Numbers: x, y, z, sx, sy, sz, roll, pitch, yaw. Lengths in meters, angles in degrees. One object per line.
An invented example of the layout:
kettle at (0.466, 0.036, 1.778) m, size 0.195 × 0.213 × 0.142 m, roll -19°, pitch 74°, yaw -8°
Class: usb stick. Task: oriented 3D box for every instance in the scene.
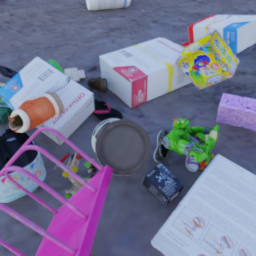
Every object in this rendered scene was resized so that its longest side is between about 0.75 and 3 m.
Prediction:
usb stick at (-3.430, -1.577, 8.134) m, size 0.202 × 0.343 × 1.238 m, roll -39°, pitch 7°, yaw -1°

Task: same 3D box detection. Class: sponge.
sponge at (3.915, -0.199, 7.555) m, size 2.898 × 1.617 × 0.432 m, roll 16°, pitch 80°, yaw 17°

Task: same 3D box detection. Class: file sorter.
file sorter at (-1.514, 1.380, 4.135) m, size 1.534 × 1.700 × 2.446 m, roll 40°, pitch 26°, yaw -13°

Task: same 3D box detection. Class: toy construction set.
toy construction set at (-1.339, 1.142, 6.607) m, size 1.171 × 0.977 × 0.900 m, roll 20°, pitch 54°, yaw 37°

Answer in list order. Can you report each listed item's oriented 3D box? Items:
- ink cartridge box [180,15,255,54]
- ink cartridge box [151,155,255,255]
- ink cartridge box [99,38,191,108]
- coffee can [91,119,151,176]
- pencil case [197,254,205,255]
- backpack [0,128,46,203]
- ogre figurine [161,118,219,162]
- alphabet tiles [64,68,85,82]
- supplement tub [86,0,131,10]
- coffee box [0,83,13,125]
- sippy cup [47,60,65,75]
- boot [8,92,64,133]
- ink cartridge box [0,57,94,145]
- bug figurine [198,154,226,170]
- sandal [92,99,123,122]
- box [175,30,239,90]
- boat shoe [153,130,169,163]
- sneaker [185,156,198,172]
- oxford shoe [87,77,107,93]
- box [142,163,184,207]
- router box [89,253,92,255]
ink cartridge box at (3.456, -3.680, 10.806) m, size 1.580 × 0.915 × 2.720 m, roll -32°, pitch 35°, yaw -26°
ink cartridge box at (2.094, 2.019, 5.287) m, size 2.406 × 0.749 × 2.989 m, roll 32°, pitch 45°, yaw 22°
ink cartridge box at (0.677, -2.044, 9.871) m, size 2.744 × 1.145 × 1.992 m, roll -25°, pitch 46°, yaw -24°
coffee can at (-0.237, 0.371, 6.464) m, size 1.161 × 1.161 × 1.586 m, roll -9°, pitch 4°, yaw -10°
pencil case at (1.440, 2.461, 5.160) m, size 0.807 × 0.740 × 1.780 m, roll -4°, pitch 39°, yaw -35°
backpack at (-2.700, 0.921, 6.416) m, size 1.507 × 1.278 × 1.698 m, roll -23°, pitch 29°, yaw -27°
ogre figurine at (1.536, 0.297, 6.915) m, size 1.119 × 0.916 × 1.867 m, roll 14°, pitch 41°, yaw 24°
alphabet tiles at (-2.116, -1.987, 10.504) m, size 0.952 × 0.071 × 0.973 m, roll -8°, pitch 40°, yaw -12°
supplement tub at (-1.148, -7.498, 15.699) m, size 2.370 × 1.563 × 1.563 m, roll -11°, pitch 43°, yaw -12°
coffee box at (-4.120, -0.817, 9.108) m, size 1.048 × 0.375 × 1.705 m, roll 8°, pitch 43°, yaw 9°
sippy cup at (-2.754, -1.534, 9.461) m, size 1.090 × 1.168 × 1.487 m, roll -37°, pitch 32°, yaw -22°
boot at (-2.411, -0.260, 6.539) m, size 1.054 × 0.737 × 1.965 m, roll -37°, pitch 14°, yaw -37°
ink cartridge box at (-2.286, -0.790, 8.082) m, size 2.168 × 0.908 × 1.573 m, roll 34°, pitch 66°, yaw 14°
bug figurine at (2.227, 0.937, 7.283) m, size 0.775 × 0.199 × 0.601 m, roll 14°, pitch 42°, yaw 18°
sandal at (-0.865, -0.602, 8.677) m, size 1.571 × 0.354 × 0.590 m, roll 30°, pitch 59°, yaw 24°
box at (2.401, -2.017, 8.512) m, size 1.294 × 1.246 × 0.789 m, roll -20°, pitch 32°, yaw 52°
boat shoe at (0.972, 0.461, 7.570) m, size 0.376 × 0.317 × 1.054 m, roll 34°, pitch 51°, yaw -22°
sneaker at (1.708, 0.673, 7.344) m, size 0.334 × 0.525 × 0.920 m, roll 8°, pitch 44°, yaw 6°
oxford shoe at (-1.036, -1.403, 9.285) m, size 0.580 × 0.499 × 1.374 m, roll -7°, pitch 14°, yaw -21°
box at (0.814, 1.330, 6.588) m, size 0.575 × 0.415 × 0.775 m, roll -32°, pitch 62°, yaw -30°
router box at (-1.106, 3.305, 4.107) m, size 2.208 × 0.601 × 2.460 m, roll -17°, pitch 44°, yaw -30°
